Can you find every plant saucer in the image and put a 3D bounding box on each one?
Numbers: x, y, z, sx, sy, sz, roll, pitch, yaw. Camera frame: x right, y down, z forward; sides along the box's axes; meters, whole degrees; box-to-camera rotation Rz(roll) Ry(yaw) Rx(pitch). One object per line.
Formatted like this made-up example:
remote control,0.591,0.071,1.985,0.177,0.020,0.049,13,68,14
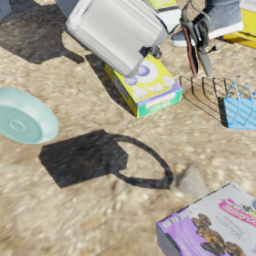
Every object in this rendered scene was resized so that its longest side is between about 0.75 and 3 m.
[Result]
plant saucer,-1.672,-0.100,4.308,1.183,1.183,0.213,10,50,7

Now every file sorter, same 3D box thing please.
file sorter,3.988,-0.691,8.596,1.699,1.042,1.179,3,56,2

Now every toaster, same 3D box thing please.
toaster,-0.328,-2.395,6.572,1.873,1.648,2.901,32,20,-21

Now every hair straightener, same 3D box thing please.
hair straightener,1.536,-1.776,5.745,0.721,1.874,0.383,6,54,30

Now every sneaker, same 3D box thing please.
sneaker,2.184,-3.403,8.067,2.375,1.716,0.903,-22,34,-10

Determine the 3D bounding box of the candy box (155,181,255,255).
candy box,1.642,1.900,4.723,1.825,0.653,1.531,-21,35,-21

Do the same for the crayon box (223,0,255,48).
crayon box,4.956,-4.104,11.204,1.741,0.696,2.742,25,58,17

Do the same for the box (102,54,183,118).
box,0.377,-1.815,9.614,1.697,0.699,2.892,-23,56,-16

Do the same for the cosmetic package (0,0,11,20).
cosmetic package,-6.773,-5.415,11.153,2.754,2.291,2.305,20,57,12

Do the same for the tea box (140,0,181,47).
tea box,0.636,-3.293,8.375,0.984,1.473,1.449,-26,84,-36

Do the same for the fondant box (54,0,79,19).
fondant box,-1.673,-4.232,8.564,2.498,0.728,1.802,55,27,-9
